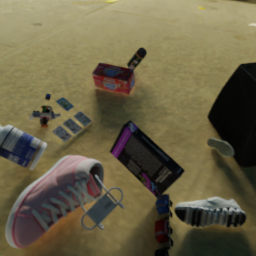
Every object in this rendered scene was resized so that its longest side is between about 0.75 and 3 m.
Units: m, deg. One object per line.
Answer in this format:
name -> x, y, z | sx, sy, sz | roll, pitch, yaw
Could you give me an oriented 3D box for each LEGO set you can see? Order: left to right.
LEGO set -> -2.414, -0.370, 9.668 | 1.879, 0.461, 1.403 | 39, 50, 9

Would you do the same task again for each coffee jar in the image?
coffee jar -> 0.390, -3.037, 12.290 | 0.433, 1.014, 0.529 | 35, 44, -12

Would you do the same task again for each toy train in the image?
toy train -> 0.785, 2.371, 6.373 | 0.376, 0.505, 2.204 | -22, 33, 24

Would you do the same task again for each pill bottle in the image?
pill bottle -> -3.204, 0.480, 7.873 | 1.592, 0.883, 0.883 | 29, 39, -14

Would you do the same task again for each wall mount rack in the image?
wall mount rack -> -0.660, 1.635, 6.166 | 1.127, 0.420, 0.979 | -44, 81, -4

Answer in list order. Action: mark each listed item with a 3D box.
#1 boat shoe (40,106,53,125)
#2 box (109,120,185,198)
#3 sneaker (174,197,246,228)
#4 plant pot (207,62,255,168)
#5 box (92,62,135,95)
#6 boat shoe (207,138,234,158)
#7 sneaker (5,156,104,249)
boat shoe -> -2.927, -0.519, 10.010 | 0.369, 0.314, 1.103 | -1, 40, -1
box -> 0.417, 0.839, 7.177 | 1.849, 1.322, 0.334 | 44, 51, 12
sneaker -> 1.953, 2.021, 6.862 | 1.685, 0.633, 0.683 | 5, 29, -1
plant pot -> 4.325, -0.648, 8.639 | 2.593, 2.306, 2.599 | -6, 40, -8
box -> -0.572, -1.990, 11.295 | 1.567, 0.781, 0.748 | 15, 56, 16
boat shoe -> 2.840, 0.598, 8.478 | 0.340, 0.408, 1.093 | 21, 7, -27
sneaker -> -1.543, 1.647, 6.614 | 1.416, 1.020, 2.709 | -1, 35, 32
